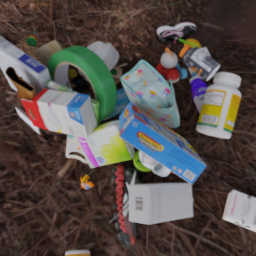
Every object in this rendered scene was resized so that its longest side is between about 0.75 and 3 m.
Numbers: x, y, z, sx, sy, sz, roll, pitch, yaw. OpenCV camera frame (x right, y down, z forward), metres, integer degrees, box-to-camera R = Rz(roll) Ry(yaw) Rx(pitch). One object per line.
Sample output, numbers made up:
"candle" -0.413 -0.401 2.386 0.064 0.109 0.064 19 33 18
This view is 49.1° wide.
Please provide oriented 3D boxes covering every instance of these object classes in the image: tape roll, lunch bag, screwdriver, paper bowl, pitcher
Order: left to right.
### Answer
"tape roll" -1.787 -1.518 10.543 2.979 2.979 0.716 37 47 17
"paper bowl" -1.341 -2.849 11.631 1.788 0.930 1.788 -26 39 23
"screwdriver" -0.083 2.536 8.900 1.417 0.198 0.206 -34 23 -21
"pitcher" 0.718 1.013 9.208 0.740 1.048 1.221 -60 32 13
"lunch bag" 0.983 -1.045 10.009 1.352 1.889 2.218 -44 65 -5

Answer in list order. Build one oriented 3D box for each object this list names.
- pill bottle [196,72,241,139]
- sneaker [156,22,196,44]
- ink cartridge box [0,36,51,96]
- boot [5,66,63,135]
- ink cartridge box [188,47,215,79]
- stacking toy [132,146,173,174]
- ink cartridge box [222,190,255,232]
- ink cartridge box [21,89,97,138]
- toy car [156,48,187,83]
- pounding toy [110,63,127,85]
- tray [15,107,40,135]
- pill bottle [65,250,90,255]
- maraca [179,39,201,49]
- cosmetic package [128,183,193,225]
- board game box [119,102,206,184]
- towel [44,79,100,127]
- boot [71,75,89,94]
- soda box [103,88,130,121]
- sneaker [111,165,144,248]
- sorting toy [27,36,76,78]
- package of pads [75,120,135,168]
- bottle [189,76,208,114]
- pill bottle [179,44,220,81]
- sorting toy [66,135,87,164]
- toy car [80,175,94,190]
"pill bottle" 3.441 -0.837 10.468 1.287 1.287 2.282 15 86 8
"sneaker" 2.345 -4.459 13.512 1.881 0.756 0.812 -10 78 1
"ink cartridge box" -3.950 -1.929 10.962 2.677 2.726 0.590 34 66 16
"boot" -3.203 -0.896 10.073 0.834 2.436 2.293 -41 81 -22
"ink cartridge box" 3.251 -2.905 12.682 0.976 0.572 1.351 -13 62 -6
"stacking toy" 0.938 0.946 10.569 1.845 0.861 2.038 -14 54 -13
"ink cartridge box" 4.109 2.900 9.699 1.372 0.576 0.998 20 65 10
"ink cartridge box" -2.336 -0.534 9.562 2.289 1.330 0.770 11 46 20
"toy car" 1.545 -2.544 10.969 1.247 1.353 1.197 -17 39 -12
"pounding toy" -0.676 -2.340 11.937 0.931 1.011 0.719 11 66 -29
"tray" -3.814 -0.292 10.749 1.232 0.662 0.137 40 66 11
"pill bottle" -1.584 4.568 8.730 0.794 0.794 1.365 -3 63 -2
"maraca" 2.900 -3.888 13.126 1.140 0.782 0.610 30 102 13
"cosmetic package" 1.100 2.365 9.010 2.157 0.915 1.161 10 76 -42
"board game box" 0.916 0.340 8.620 2.479 2.428 0.693 34 101 -10
"towel" -1.962 -0.828 10.112 2.122 1.583 0.326 24 58 13
"boot" -2.000 -1.631 10.914 0.920 0.754 0.340 -27 63 3
"soda box" -0.324 -1.127 11.708 2.039 0.654 0.692 -27 61 -14
"sneaker" 0.164 2.558 9.569 1.369 0.990 2.802 -3 57 -2
"sorting toy" -2.884 -2.843 11.141 1.084 2.249 0.380 -15 42 24
"package of pads" -0.832 0.582 10.044 1.847 1.427 0.630 -15 19 25
"bottle" 3.177 -1.272 11.792 0.846 0.661 2.026 -14 64 -5
"pill bottle" 2.465 -2.337 9.833 1.371 0.728 0.728 42 70 11
"sorting toy" -1.790 0.594 10.900 1.572 0.840 1.415 15 83 7
"toy car" -1.596 1.881 9.874 0.577 1.176 0.391 30 71 20
